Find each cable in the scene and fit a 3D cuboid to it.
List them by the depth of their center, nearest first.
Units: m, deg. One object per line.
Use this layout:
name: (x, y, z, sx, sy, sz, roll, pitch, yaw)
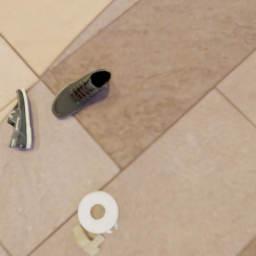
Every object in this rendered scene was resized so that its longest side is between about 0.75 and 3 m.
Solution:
cable: (-0.950, 2.645, 8.776, 1.280, 0.443, 1.280, 1, 77, 0)

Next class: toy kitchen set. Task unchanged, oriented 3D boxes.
toy kitchen set: (-1.183, 3.366, 8.694, 0.647, 0.716, 0.793, -41, 120, -6)

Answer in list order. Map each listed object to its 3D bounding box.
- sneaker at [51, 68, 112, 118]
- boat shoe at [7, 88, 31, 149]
sneaker: (-1.583, -1.179, 9.108, 2.368, 1.258, 0.886, -40, 102, -3)
boat shoe: (-3.620, -0.346, 9.224, 0.716, 0.760, 2.117, -2, 72, -21)
